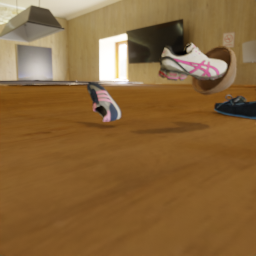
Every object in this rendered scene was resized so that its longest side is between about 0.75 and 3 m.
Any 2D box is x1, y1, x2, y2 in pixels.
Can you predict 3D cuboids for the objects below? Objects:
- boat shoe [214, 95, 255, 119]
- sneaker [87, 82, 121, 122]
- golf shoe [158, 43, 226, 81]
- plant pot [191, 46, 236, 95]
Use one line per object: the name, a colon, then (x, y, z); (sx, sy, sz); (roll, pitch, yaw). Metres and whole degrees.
boat shoe: (4.798, -0.957, 11.914); (1.073, 0.876, 2.551); (-7, 13, -33)
sneaker: (-0.996, -0.908, 9.500); (0.720, 0.616, 1.756); (-22, 60, -39)
golf shoe: (1.960, -1.903, 8.090); (2.169, 0.999, 0.787); (-4, 28, -19)
plant pot: (2.946, -1.771, 9.187); (0.765, 1.658, 1.658); (21, 0, -29)
